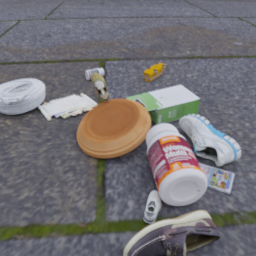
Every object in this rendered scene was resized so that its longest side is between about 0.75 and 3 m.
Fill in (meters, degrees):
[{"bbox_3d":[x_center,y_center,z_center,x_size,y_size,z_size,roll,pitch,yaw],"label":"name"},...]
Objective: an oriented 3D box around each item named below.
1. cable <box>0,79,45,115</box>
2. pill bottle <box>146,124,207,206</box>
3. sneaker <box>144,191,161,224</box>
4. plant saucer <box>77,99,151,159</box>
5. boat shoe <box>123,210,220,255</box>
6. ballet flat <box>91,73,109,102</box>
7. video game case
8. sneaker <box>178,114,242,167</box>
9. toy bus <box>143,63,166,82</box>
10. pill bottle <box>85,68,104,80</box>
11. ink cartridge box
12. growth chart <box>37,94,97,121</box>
[{"bbox_3d":[-4.940,-1.491,12.757,2.372,0.821,2.373,17,38,33],"label":"cable"},{"bbox_3d":[1.370,1.035,8.771,1.403,1.403,2.562,-5,36,-7],"label":"pill bottle"},{"bbox_3d":[0.723,2.165,8.001,0.429,0.452,1.122,6,34,11],"label":"sneaker"},{"bbox_3d":[-0.613,-0.147,10.483,2.894,0.542,2.894,-11,44,11],"label":"plant saucer"},{"bbox_3d":[1.131,2.760,6.783,2.527,0.909,0.819,-11,31,-24],"label":"boat shoe"},{"bbox_3d":[-1.017,-1.498,10.634,0.468,1.324,0.468,-10,50,12],"label":"ballet flat"},{"bbox_3d":[2.721,1.612,9.074,1.253,0.113,0.897,15,37,21],"label":"video game case"},{"bbox_3d":[2.640,0.424,10.070,1.156,1.000,2.668,-26,42,-24],"label":"sneaker"},{"bbox_3d":[1.456,-3.062,15.290,0.490,0.589,1.505,24,41,32],"label":"toy bus"},{"bbox_3d":[-1.802,-2.920,15.136,0.935,0.542,0.542,-16,38,-22],"label":"pill bottle"},{"bbox_3d":[1.468,-0.947,12.066,2.821,0.837,1.465,-15,38,-20],"label":"ink cartridge box"},{"bbox_3d":[-2.714,-0.962,12.636,2.494,0.221,1.805,-17,39,-23],"label":"growth chart"}]
